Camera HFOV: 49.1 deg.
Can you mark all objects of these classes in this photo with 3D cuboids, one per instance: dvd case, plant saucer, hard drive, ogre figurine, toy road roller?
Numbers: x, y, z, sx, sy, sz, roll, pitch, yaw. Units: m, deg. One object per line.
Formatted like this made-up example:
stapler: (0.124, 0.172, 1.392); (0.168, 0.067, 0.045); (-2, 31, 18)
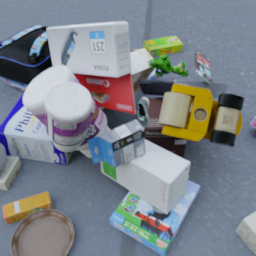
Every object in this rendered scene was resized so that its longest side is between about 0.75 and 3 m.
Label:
dvd case: (2.419, -1.973, 9.067); (0.717, 0.108, 0.982); (21, 58, -34)
plant saucer: (-2.346, 3.097, 7.780); (1.697, 0.272, 1.697); (0, 47, 0)
hard drive: (1.978, -1.399, 9.923); (2.873, 0.608, 1.938); (-4, 10, -39)
ogre figurine: (1.277, -2.078, 9.497); (1.481, 0.727, 0.888); (-13, 24, -33)
toy road roller: (2.112, -0.274, 8.196); (2.311, 1.687, 1.420); (12, 87, 8)

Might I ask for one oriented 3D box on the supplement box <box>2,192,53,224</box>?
supplement box: (-2.972, 2.377, 8.349); (1.341, 0.446, 0.461); (-18, 49, -15)

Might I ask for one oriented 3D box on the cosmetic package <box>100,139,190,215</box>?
cosmetic package: (0.418, 1.170, 8.254); (2.545, 1.370, 1.080); (26, 45, 33)

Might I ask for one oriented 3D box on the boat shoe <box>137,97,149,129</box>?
boat shoe: (0.382, -0.366, 7.987); (0.367, 1.007, 0.311); (18, 36, 22)

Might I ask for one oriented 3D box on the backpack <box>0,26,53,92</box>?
backpack: (-4.178, -3.261, 12.676); (2.737, 2.017, 2.998); (17, 49, 16)

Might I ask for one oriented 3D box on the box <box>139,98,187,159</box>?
box: (1.123, 0.122, 9.570); (1.507, 1.816, 1.491); (-1, 46, 0)

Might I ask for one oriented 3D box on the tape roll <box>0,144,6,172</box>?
tape roll: (-4.748, 1.131, 8.951); (1.698, 0.561, 1.698); (-16, 54, 23)

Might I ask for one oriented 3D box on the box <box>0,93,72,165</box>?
box: (-3.030, -0.021, 10.096); (2.345, 1.230, 2.157); (7, 46, 8)

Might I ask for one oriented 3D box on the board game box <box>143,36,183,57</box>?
board game box: (1.826, -4.306, 14.786); (1.870, 0.445, 0.950); (-13, 48, -13)

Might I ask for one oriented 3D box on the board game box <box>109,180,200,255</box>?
board game box: (0.845, 2.299, 8.380); (1.784, 0.432, 2.359); (22, 49, 25)

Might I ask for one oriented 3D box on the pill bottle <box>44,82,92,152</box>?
pill bottle: (-1.417, -0.154, 6.600); (1.022, 1.821, 1.022); (6, 59, -10)

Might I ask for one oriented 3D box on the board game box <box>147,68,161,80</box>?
board game box: (0.689, -2.657, 13.282); (1.336, 0.323, 1.766); (34, 54, 29)

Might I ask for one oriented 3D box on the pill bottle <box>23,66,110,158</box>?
pill bottle: (-1.610, -0.323, 8.377); (1.583, 2.820, 1.583); (-19, 44, 20)

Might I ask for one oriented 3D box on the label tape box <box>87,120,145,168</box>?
label tape box: (-0.260, 0.504, 7.261); (1.397, 1.007, 0.442); (-24, 48, -16)

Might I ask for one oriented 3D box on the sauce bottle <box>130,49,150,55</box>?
sauce bottle: (0.194, -3.039, 12.250); (0.765, 0.765, 2.363); (25, 26, 22)

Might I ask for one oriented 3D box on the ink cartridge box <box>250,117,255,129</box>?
ink cartridge box: (5.644, 0.313, 10.082); (1.307, 0.459, 2.190); (-8, 40, -38)

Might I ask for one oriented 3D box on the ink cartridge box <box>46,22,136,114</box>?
ink cartridge box: (-1.134, -1.714, 8.306); (2.897, 2.553, 0.648); (14, 29, 40)

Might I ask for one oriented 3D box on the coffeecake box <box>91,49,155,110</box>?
coffeecake box: (-0.324, -1.670, 9.865); (2.322, 1.782, 0.848); (-30, 78, -40)

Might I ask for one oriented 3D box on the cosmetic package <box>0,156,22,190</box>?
cosmetic package: (-4.008, 1.471, 9.215); (0.538, 0.454, 1.041); (9, 46, 8)

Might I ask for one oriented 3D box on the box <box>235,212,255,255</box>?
box: (3.748, 3.130, 7.392); (0.654, 0.799, 1.682); (-21, 51, -20)
